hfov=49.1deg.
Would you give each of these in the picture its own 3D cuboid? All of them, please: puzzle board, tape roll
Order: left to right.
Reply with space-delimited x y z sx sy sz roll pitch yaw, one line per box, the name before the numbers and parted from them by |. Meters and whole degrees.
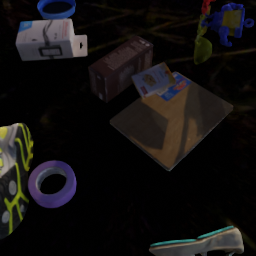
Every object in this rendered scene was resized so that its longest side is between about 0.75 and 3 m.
tape roll | -1.610 1.192 5.992 0.963 0.316 0.963 0 53 0
puzzle board | 1.130 -0.308 7.143 2.591 0.225 1.953 -38 61 -25

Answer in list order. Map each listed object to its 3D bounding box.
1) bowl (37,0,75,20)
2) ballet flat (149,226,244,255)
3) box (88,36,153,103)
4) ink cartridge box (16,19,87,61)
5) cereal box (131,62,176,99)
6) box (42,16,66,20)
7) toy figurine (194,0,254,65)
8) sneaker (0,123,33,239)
bowl | -2.475 -4.193 9.744 1.284 0.252 1.284 0 53 0
ballet flat | 1.281 2.243 5.101 1.755 0.610 0.610 -10 54 -7
box | -0.169 -1.617 7.650 0.692 0.925 1.847 36 60 22
ink cartridge box | -2.296 -2.739 8.643 1.983 0.673 1.150 -5 54 -3
cereal box | 0.673 -1.265 7.457 0.996 0.197 0.716 -25 64 -4
box | -2.533 -3.994 9.862 0.760 0.184 0.602 19 56 14
toy figurine | 2.874 -3.061 8.161 1.519 1.337 2.535 10 70 13
sneaker | -2.668 1.062 5.786 1.021 1.007 2.671 -10 44 2
